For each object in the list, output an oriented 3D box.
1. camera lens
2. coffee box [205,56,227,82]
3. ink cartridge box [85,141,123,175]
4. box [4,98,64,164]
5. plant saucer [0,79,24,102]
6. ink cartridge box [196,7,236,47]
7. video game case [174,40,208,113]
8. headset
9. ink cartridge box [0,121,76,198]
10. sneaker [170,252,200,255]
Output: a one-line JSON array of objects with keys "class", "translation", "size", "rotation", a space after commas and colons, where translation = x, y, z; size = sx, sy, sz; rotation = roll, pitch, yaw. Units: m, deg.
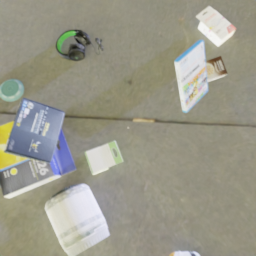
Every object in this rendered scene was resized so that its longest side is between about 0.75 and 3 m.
[{"class": "camera lens", "translation": [-1.769, 3.112, 9.671], "size": [1.654, 1.654, 2.067], "rotation": [-28, 74, -9]}, {"class": "coffee box", "translation": [2.729, -1.965, 9.827], "size": [1.221, 0.487, 0.698], "rotation": [-20, 87, 0]}, {"class": "ink cartridge box", "translation": [-0.948, 1.172, 11.015], "size": [1.291, 0.310, 0.940], "rotation": [-21, 73, -7]}, {"class": "box", "translation": [-3.204, 0.122, 9.702], "size": [1.543, 0.499, 1.956], "rotation": [21, 70, -26]}, {"class": "plant saucer", "translation": [-5.032, -1.649, 11.998], "size": [1.068, 0.192, 1.068], "rotation": [0, 72, 0]}, {"class": "ink cartridge box", "translation": [3.909, -4.642, 12.775], "size": [0.960, 0.556, 1.648], "rotation": [-39, 78, -11]}, {"class": "video game case", "translation": [1.791, -1.398, 7.765], "size": [0.148, 1.657, 1.186], "rotation": [22, 54, 40]}, {"class": "headset", "translation": [-2.142, -3.670, 12.187], "size": [2.293, 1.077, 1.416], "rotation": [15, 73, 16]}, {"class": "ink cartridge box", "translation": [-3.828, 0.914, 10.953], "size": [2.782, 0.654, 2.749], "rotation": [-23, 73, -5]}, {"class": "sneaker", "translation": [2.188, 5.560, 9.203], "size": [1.234, 1.065, 2.816], "rotation": [-8, 73, -3]}]
